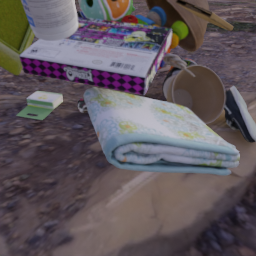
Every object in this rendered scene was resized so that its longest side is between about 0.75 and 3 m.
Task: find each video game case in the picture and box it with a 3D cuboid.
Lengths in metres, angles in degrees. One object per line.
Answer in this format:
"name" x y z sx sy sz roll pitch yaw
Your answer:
"video game case" -0.506 -1.574 5.589 2.384 0.427 2.160 12 42 13

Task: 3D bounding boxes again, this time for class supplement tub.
"supplement tub" -1.082 -1.780 3.700 0.689 1.045 0.689 -2 51 2
"supplement tub" 2.055 -1.812 10.481 1.238 1.238 2.021 9 34 14

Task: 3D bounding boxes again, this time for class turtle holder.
"turtle holder" -0.849 -4.155 8.728 1.583 1.480 2.084 -31 72 6

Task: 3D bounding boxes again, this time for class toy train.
"toy train" 1.238 -2.609 8.486 2.947 1.247 1.705 36 62 24

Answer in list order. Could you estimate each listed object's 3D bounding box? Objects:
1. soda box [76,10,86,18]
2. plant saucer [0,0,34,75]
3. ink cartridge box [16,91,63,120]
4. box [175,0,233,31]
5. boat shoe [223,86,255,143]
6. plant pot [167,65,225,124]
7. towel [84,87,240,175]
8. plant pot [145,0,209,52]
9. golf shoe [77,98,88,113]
"soda box" -1.266 -4.083 10.251 2.736 0.866 0.968 -42 19 -4
"plant saucer" -3.553 -3.146 7.812 0.588 2.452 2.456 -2 67 37
"ink cartridge box" -3.076 -0.822 9.773 1.040 0.343 1.429 9 31 14
"box" 1.132 -1.657 4.119 0.637 0.083 0.780 40 26 32
"boat shoe" 3.369 -0.340 8.661 0.717 0.899 2.377 -33 28 27
"plant pot" 1.965 -0.950 8.931 1.813 1.813 1.217 -11 -2 -18
"towel" 0.522 0.038 5.109 2.461 0.593 2.107 10 23 -24
"plant pot" 1.897 -4.073 9.749 1.235 2.675 2.675 -41 38 3
"golf shoe" -1.147 -0.793 9.721 1.190 0.459 0.524 -10 52 -9
